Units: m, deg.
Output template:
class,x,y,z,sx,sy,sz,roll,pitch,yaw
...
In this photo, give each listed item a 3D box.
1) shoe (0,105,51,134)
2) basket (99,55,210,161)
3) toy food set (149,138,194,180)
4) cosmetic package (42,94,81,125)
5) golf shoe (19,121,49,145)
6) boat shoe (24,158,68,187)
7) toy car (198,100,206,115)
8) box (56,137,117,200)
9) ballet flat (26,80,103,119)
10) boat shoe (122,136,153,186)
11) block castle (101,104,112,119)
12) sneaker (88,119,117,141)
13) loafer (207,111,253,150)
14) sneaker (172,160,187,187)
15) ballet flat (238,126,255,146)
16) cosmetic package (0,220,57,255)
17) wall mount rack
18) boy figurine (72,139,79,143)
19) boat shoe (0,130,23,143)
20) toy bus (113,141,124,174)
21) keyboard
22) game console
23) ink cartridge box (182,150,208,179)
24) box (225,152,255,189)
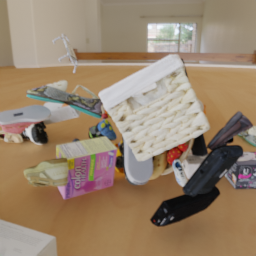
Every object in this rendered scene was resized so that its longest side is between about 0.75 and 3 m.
class,x,y,z,sx,sy,sz,roll,pitch,yaw
shoe,-3.562,-0.271,9.753,1.741,0.792,0.622,-10,61,-16
basket,0.723,-0.402,6.472,1.785,1.625,2.634,-26,-2,12
toy food set,1.089,0.310,8.517,0.561,2.308,2.285,21,49,-27
cosmetic package,-2.710,-0.739,11.372,1.656,0.590,0.840,-13,38,21
golf shoe,-4.095,0.166,11.577,1.339,1.102,2.834,-23,21,-12
boat shoe,-2.081,1.257,7.090,0.772,0.666,2.115,-3,-14,-39
toy car,2.988,-0.893,14.212,2.165,1.915,1.995,24,6,-15
box,-1.160,1.071,7.716,1.489,1.310,0.720,-9,33,-29
ballet flat,-2.116,-1.146,10.008,2.834,1.019,1.019,16,10,-25
boat shoe,0.212,0.253,8.181,0.990,2.886,0.817,8,-23,-13
block castle,-0.264,-0.652,9.405,0.884,0.621,1.323,-5,-15,-38
sneaker,-0.940,0.213,9.840,0.912,0.780,2.201,-27,1,-5
loafer,2.818,0.245,7.915,0.559,1.774,0.638,39,57,11
sneaker,1.342,1.172,7.226,0.271,0.273,0.753,-16,61,-6
ballet flat,5.060,0.187,11.657,0.720,0.720,2.003,-3,18,-9
cosmetic package,-2.123,2.368,4.677,1.333,0.822,1.337,7,19,22
wall mount rack,-2.257,-2.735,10.506,0.532,1.426,1.239,-25,-17,13
boy figurine,-1.685,0.941,9.432,0.978,0.507,1.573,31,18,-18
boat shoe,-4.847,0.415,11.438,1.330,0.490,0.460,11,32,34
toy bus,-0.209,0.814,9.011,0.739,1.089,1.045,9,7,-41
keyboard,1.835,-0.551,8.812,0.304,2.948,1.873,-14,0,-8
game console,1.448,1.175,5.540,1.453,2.463,0.297,-7,49,-32
ink cartridge box,2.199,1.133,8.964,0.837,0.482,1.446,0,13,2
box,3.712,1.214,8.270,1.423,0.816,0.940,-1,18,-2
